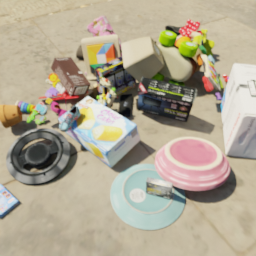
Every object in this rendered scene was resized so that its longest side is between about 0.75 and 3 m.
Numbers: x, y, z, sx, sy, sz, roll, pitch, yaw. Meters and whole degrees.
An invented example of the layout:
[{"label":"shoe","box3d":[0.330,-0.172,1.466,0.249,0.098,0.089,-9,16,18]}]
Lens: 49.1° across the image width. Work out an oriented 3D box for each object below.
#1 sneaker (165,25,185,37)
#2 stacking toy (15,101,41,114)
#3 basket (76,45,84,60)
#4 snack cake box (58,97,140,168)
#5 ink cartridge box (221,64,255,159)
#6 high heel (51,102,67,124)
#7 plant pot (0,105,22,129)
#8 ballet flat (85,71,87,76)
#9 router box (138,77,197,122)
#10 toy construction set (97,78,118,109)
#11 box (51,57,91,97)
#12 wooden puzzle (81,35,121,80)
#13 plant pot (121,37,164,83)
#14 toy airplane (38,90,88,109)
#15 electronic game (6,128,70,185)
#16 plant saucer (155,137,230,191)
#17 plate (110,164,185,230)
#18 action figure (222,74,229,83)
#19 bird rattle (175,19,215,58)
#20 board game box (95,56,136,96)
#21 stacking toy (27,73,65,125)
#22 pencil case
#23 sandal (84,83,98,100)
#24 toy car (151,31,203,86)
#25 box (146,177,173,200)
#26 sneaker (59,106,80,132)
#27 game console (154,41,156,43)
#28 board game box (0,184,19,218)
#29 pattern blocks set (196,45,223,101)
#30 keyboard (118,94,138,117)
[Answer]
[{"label":"sneaker","box3d":[3.144,-5.816,16.830,1.744,0.524,0.909,34,54,23]},{"label":"stacking toy","box3d":[-4.145,-0.833,11.865,1.156,0.493,0.493,9,45,3]},{"label":"basket","box3d":[-2.165,-3.927,14.845,0.921,0.626,0.830,20,69,13]},{"label":"snack cake box","box3d":[-1.083,0.056,10.337,2.715,0.912,1.561,31,63,34]},{"label":"ink cartridge box","box3d":[4.390,-0.640,10.424,1.255,2.173,2.977,7,46,5]},{"label":"high heel","box3d":[-2.820,-0.815,11.546,0.469,0.668,1.394,13,31,-33]},{"label":"plant pot","box3d":[-4.563,-0.507,10.938,0.657,0.939,0.939,-14,46,-6]},{"label":"ballet flat","box3d":[-1.591,-2.871,13.891,1.142,0.395,0.406,-21,11,-24]},{"label":"router box","box3d":[1.456,-1.073,11.000,2.150,1.611,0.668,15,68,9]},{"label":"toy construction set","box3d":[-0.866,-1.296,11.232,0.634,1.376,0.902,-6,48,-22]},{"label":"box","box3d":[-2.394,-2.152,11.651,0.851,0.637,1.699,-18,62,-44]},{"label":"wooden puzzle","box3d":[-1.238,-3.276,13.150,1.807,1.953,0.364,-2,18,13]},{"label":"plant pot","box3d":[0.688,-2.970,11.924,1.295,1.460,1.462,-23,55,26]},{"label":"toy airplane","box3d":[-2.717,-1.409,12.039,2.508,0.461,2.508,-3,26,2]},{"label":"electronic game","box3d":[-3.171,0.966,9.934,2.238,0.466,2.238,0,56,0]},{"label":"plant saucer","box3d":[2.137,1.046,9.369,2.480,0.629,2.480,-1,30,1]},{"label":"plate","box3d":[0.637,2.073,9.036,2.444,0.312,2.444,1,46,-1]},{"label":"action figure","box3d":[5.069,-2.112,12.981,0.582,0.460,1.778,-7,30,-32]},{"label":"bird rattle","box3d":[3.237,-4.760,15.128,2.311,1.597,2.835,-29,46,0]},{"label":"board game box","box3d":[-0.509,-2.232,12.443,1.886,1.559,0.535,-31,50,-28]},{"label":"stacking toy","box3d":[-3.189,-1.046,10.830,0.479,1.538,2.040,32,85,-1]},{"label":"pencil case","box3d":[-0.798,-4.037,13.668,2.777,1.150,1.201,54,49,-4]},{"label":"sandal","box3d":[-1.444,-1.780,12.667,0.599,0.668,1.821,22,51,33]},{"label":"toy car","box3d":[2.627,-3.267,13.156,2.182,2.271,2.765,37,44,26]},{"label":"box","box3d":[0.957,1.863,8.624,0.806,0.638,0.195,11,46,15]},{"label":"sneaker","box3d":[-2.108,-0.357,9.906,0.436,0.525,1.100,23,59,9]},{"label":"game console","box3d":[0.774,-3.886,14.569,1.498,1.032,1.738,14,29,38]},{"label":"board game box","box3d":[-4.063,2.319,8.875,0.970,0.178,0.734,30,52,27]},{"label":"pattern blocks set","box3d":[3.680,-2.439,12.403,0.216,2.341,2.663,-24,59,32]},{"label":"keyboard","box3d":[0.051,-0.996,12.219,0.910,0.148,1.433,-2,46,9]}]
